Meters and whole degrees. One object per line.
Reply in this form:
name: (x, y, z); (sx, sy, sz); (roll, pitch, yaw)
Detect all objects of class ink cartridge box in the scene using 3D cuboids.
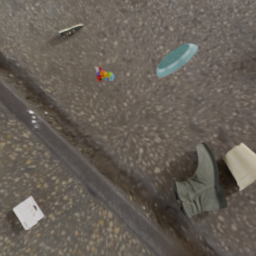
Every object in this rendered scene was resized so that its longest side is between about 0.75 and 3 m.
ink cartridge box: (-3.500, 3.002, 9.912); (0.774, 0.196, 0.878); (-36, 78, -8)

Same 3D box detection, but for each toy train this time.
toy train: (-0.743, -1.696, 8.787); (0.501, 0.866, 0.366); (11, 83, 3)

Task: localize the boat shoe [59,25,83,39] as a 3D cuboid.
boat shoe: (-2.370, -4.080, 11.800); (1.041, 0.381, 0.326); (-29, 111, -17)

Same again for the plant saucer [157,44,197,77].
plant saucer: (1.256, -1.854, 7.531); (1.279, 1.279, 0.175); (-47, 111, -11)

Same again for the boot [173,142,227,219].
boot: (2.365, 1.836, 9.946); (1.643, 0.852, 2.515); (-13, 74, 2)

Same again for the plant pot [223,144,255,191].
plant pot: (4.097, 1.306, 9.906); (1.370, 1.370, 1.254); (-32, 66, -8)
